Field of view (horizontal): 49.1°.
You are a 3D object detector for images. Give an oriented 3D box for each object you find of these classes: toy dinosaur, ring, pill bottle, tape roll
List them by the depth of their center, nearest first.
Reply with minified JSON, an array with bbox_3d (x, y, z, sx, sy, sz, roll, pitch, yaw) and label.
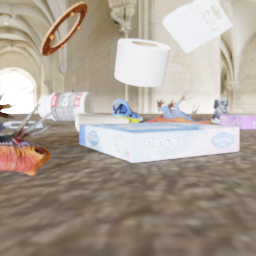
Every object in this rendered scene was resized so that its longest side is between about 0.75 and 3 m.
[{"bbox_3d":[-2.038,0.163,3.852,1.532,2.918,2.648,35,11,-33],"label":"toy dinosaur"},{"bbox_3d":[-1.577,-2.448,7.111,0.163,1.697,1.697,43,0,-5],"label":"ring"},{"bbox_3d":[0.504,-2.446,10.365,1.928,1.324,1.928,7,27,-3],"label":"tape roll"},{"bbox_3d":[2.175,-0.372,11.617,1.412,2.690,2.441,17,28,-32],"label":"toy dinosaur"},{"bbox_3d":[-3.745,-1.269,16.897,2.991,1.703,1.703,0,4,15],"label":"pill bottle"}]

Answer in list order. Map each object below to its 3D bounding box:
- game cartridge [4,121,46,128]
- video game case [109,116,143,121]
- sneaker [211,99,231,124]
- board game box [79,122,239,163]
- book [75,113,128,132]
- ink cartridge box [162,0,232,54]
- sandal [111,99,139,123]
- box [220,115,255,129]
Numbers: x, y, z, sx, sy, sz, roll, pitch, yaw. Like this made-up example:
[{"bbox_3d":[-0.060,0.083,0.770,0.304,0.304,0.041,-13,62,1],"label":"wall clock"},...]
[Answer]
[{"bbox_3d":[-3.971,-0.128,10.888,1.390,0.284,0.925,0,0,-6],"label":"game cartridge"},{"bbox_3d":[-0.284,-0.639,18.254,2.181,0.264,2.396,0,4,-5],"label":"video game case"},{"bbox_3d":[4.738,-0.853,14.040,0.832,1.254,2.204,0,4,-1],"label":"sneaker"},{"bbox_3d":[0.446,0.158,4.997,2.063,0.447,2.053,-2,6,-29],"label":"board game box"},{"bbox_3d":[-1.021,-0.175,10.040,1.641,0.590,2.457,3,2,-13],"label":"book"},{"bbox_3d":[2.523,-3.862,10.278,1.988,0.470,1.591,-26,-56,36],"label":"ink cartridge box"},{"bbox_3d":[-0.101,-0.755,13.607,1.061,1.162,2.669,-1,2,15],"label":"sandal"},{"bbox_3d":[4.774,-0.251,10.894,1.654,0.472,2.417,0,4,0],"label":"box"}]
